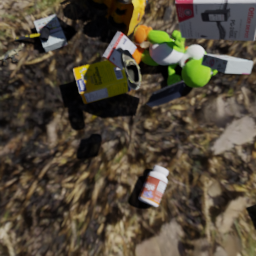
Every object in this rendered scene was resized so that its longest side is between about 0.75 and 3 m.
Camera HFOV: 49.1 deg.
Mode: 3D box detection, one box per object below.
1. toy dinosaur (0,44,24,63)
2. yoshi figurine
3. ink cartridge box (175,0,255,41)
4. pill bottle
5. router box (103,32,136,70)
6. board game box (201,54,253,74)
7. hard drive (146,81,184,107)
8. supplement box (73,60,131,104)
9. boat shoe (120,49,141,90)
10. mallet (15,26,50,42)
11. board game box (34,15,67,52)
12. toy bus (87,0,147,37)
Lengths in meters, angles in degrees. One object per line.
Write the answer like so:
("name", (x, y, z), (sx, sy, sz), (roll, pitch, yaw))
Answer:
("toy dinosaur", (-4.145, -2.501, 9.748), (1.253, 0.297, 0.552), (-25, 60, -7))
("yoshi figurine", (1.502, -2.180, 9.074), (2.967, 1.668, 1.661), (18, 90, 3))
("ink cartridge box", (1.947, -2.509, 5.967), (1.664, 1.208, 0.694), (9, 74, 20))
("pill bottle", (0.779, 1.715, 8.312), (0.621, 0.621, 1.107), (22, 74, 6))
("router box", (-0.231, -2.182, 7.995), (0.197, 0.725, 0.808), (33, 93, 43))
("board game box", (1.796, -1.182, 5.161), (0.554, 0.751, 0.241), (-1, 113, -21))
("hard drive", (0.873, -0.763, 6.457), (0.182, 0.862, 0.581), (55, 39, -22))
("supplement box", (-0.815, -1.548, 9.132), (1.660, 0.904, 0.909), (-16, 74, -5))
("boat shoe", (0.075, -1.504, 6.990), (0.390, 0.326, 1.090), (-12, 77, -14))
("mallet", (-3.346, -3.265, 9.797), (1.430, 0.294, 0.471), (6, 75, 23))
("board game box", (-2.758, -3.367, 9.963), (0.831, 0.362, 1.127), (-21, 76, -7))
("toy bus", (-0.069, -4.818, 9.879), (2.390, 1.689, 2.489), (-37, 77, -27))
